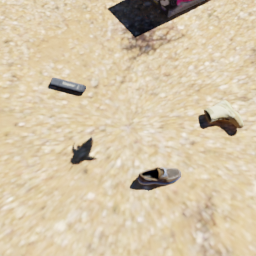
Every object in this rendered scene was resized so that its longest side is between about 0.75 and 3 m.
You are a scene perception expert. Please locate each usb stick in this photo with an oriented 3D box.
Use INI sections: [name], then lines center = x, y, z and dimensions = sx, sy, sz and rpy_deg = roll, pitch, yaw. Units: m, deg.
[usb stick]
center = -1.675, -1.184, 7.782
dimensions = 1.002, 0.163, 0.278
rpy_deg = 15, 62, 8

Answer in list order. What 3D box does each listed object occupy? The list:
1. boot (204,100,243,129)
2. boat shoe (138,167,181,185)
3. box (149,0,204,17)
[boot]
center = 2.434, -0.252, 7.167
dimensions = 0.694, 0.325, 0.893
rpy_deg = -22, 62, -12
[boat shoe]
center = 0.737, 1.088, 6.393
dimensions = 1.012, 0.366, 0.366
rpy_deg = -10, 61, -5
[box]
center = 1.963, -5.215, 9.229
dimensions = 2.713, 1.557, 1.793
rpy_deg = -30, 65, -16
